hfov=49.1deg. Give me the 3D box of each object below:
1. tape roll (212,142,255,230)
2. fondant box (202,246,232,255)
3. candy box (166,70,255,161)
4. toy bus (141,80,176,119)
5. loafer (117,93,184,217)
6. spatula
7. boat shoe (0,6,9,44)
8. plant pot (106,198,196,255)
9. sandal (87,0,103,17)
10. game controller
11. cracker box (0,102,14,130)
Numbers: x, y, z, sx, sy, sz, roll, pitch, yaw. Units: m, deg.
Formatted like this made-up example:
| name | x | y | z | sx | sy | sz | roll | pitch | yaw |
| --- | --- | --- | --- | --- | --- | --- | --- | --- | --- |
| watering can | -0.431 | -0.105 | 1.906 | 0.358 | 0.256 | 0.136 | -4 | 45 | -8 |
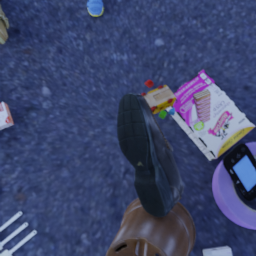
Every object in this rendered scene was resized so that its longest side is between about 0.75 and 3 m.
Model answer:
| name | x | y | z | sx | sy | sz | roll | pitch | yaw |
| --- | --- | --- | --- | --- | --- | --- | --- | --- | --- |
| tape roll | 3.525 | 1.589 | 7.645 | 2.257 | 0.959 | 2.257 | -2 | 70 | 5 |
| fondant box | 2.520 | 3.848 | 7.672 | 0.731 | 0.295 | 1.013 | -8 | 79 | -2 |
| candy box | 2.356 | -0.375 | 8.379 | 1.545 | 0.691 | 2.265 | -38 | 80 | -6 |
| toy bus | 0.701 | -0.651 | 7.373 | 1.094 | 0.565 | 1.032 | 16 | 59 | 3 |
| loafer | 0.535 | 0.539 | 6.479 | 1.030 | 1.037 | 2.849 | -22 | 102 | -41 |
| spatula | -3.397 | 3.116 | 7.929 | 1.404 | 0.113 | 0.977 | -40 | 80 | -8 |
| boat shoe | -4.368 | -3.893 | 9.078 | 0.798 | 0.926 | 2.538 | -26 | 71 | -1 |
| plant pot | 0.508 | 2.863 | 6.637 | 2.024 | 2.004 | 2.024 | 2 | 96 | 17 |
| sandal | -1.119 | -4.412 | 9.330 | 0.563 | 0.616 | 1.415 | -4 | 79 | -3 |
| game controller | 3.035 | 1.166 | 7.260 | 0.825 | 0.333 | 1.582 | -43 | 109 | -17 |
| cracker box | -4.152 | -0.252 | 8.563 | 1.059 | 0.305 | 0.709 | -23 | 79 | -5 |
